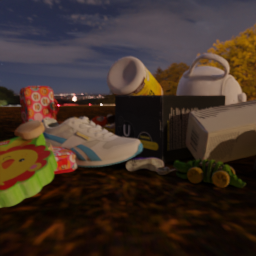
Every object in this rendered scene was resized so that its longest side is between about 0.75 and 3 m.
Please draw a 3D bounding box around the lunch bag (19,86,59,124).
[{"bbox_3d":[-4.385,-1.063,14.073,1.844,2.094,0.858,-8,6,-41],"label":"lunch bag"}]

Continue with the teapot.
[{"bbox_3d":[3.404,-1.133,10.898,2.187,2.955,2.994,-2,0,42],"label":"teapot"}]

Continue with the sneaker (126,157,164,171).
[{"bbox_3d":[0.357,0.749,6.024,0.803,0.279,0.399,0,5,2],"label":"sneaker"}]

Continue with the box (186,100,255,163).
[{"bbox_3d":[2.663,0.029,6.399,2.525,1.037,0.863,-10,37,-13],"label":"box"}]

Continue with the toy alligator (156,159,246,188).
[{"bbox_3d":[1.281,0.768,5.212,1.716,0.412,0.569,4,7,32],"label":"toy alligator"}]

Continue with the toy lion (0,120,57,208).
[{"bbox_3d":[-2.085,0.636,4.474,1.934,0.664,1.853,-12,27,2],"label":"toy lion"}]

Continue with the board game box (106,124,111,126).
[{"bbox_3d":[-0.044,0.034,11.177,1.311,0.404,1.310,5,11,35],"label":"board game box"}]

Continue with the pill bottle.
[{"bbox_3d":[0.336,-1.232,8.960,1.214,1.214,2.223,3,-15,29],"label":"pill bottle"}]

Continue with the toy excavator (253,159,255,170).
[{"bbox_3d":[3.376,0.572,6.007,1.737,0.867,1.689,12,0,-31],"label":"toy excavator"}]

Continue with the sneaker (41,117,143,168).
[{"bbox_3d":[-0.970,0.290,6.542,2.646,1.069,1.012,1,6,17],"label":"sneaker"}]

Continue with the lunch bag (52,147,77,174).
[{"bbox_3d":[-1.670,0.683,5.673,1.173,0.481,1.033,-4,7,-34],"label":"lunch bag"}]

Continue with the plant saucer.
[{"bbox_3d":[-3.512,0.027,11.900,2.464,0.461,2.464,0,5,0],"label":"plant saucer"}]

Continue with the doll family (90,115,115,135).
[{"bbox_3d":[-0.746,0.225,9.011,1.328,0.964,2.139,-9,-10,-1],"label":"doll family"}]

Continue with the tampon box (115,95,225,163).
[{"bbox_3d":[1.155,-0.104,7.738,2.515,1.588,1.885,-5,8,-38],"label":"tampon box"}]
